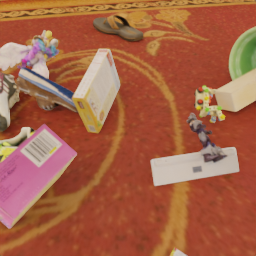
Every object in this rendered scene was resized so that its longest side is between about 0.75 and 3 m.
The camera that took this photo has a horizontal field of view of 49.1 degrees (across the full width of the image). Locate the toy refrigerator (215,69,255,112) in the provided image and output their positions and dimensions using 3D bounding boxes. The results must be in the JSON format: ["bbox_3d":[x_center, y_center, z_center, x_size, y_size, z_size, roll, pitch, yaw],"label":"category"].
[{"bbox_3d":[3.888,-1.263,9.027,2.040,0.714,0.775,-28,21,-16],"label":"toy refrigerator"}]

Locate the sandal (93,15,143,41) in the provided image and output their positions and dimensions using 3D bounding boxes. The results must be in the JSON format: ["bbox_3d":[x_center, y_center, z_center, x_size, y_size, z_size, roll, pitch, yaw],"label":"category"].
[{"bbox_3d":[-0.485,-4.941,13.482,1.186,0.792,2.902,-33,51,-32],"label":"sandal"}]

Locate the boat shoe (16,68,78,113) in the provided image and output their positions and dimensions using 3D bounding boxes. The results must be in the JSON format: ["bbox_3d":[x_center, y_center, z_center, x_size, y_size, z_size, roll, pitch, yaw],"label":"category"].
[{"bbox_3d":[-2.508,-1.029,8.957,2.298,0.832,0.830,31,14,6],"label":"boat shoe"}]

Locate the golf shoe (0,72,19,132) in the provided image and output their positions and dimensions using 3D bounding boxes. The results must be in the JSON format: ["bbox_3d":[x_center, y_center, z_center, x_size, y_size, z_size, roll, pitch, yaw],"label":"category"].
[{"bbox_3d":[-3.995,-1.015,8.851,1.254,1.099,2.848,-8,45,-32],"label":"golf shoe"}]

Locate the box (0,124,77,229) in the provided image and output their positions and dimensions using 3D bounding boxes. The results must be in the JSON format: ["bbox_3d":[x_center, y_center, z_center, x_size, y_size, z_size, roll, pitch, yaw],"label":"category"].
[{"bbox_3d":[-2.062,1.036,5.660,0.879,1.819,1.600,42,57,-2],"label":"box"}]

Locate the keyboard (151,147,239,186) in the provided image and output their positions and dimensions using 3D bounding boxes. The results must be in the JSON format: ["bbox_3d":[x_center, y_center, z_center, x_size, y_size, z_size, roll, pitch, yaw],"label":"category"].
[{"bbox_3d":[1.696,0.943,6.963,2.276,0.641,0.121,-7,2,-11],"label":"keyboard"}]

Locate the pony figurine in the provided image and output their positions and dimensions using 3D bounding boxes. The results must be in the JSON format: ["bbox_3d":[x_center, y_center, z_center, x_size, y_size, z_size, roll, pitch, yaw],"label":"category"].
[{"bbox_3d":[-3.326,-2.520,9.852,1.858,2.154,2.231,37,12,-14],"label":"pony figurine"}]

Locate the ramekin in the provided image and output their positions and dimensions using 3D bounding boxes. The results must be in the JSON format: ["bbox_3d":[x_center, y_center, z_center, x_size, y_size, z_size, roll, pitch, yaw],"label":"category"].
[{"bbox_3d":[4.685,-2.186,9.264,1.144,2.342,2.342,-18,44,-33],"label":"ramekin"}]

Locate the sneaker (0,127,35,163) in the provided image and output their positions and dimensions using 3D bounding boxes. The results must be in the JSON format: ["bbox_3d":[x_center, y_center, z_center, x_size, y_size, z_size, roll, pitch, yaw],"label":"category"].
[{"bbox_3d":[-3.103,0.818,6.753,0.879,0.891,2.332,19,47,32],"label":"sneaker"}]

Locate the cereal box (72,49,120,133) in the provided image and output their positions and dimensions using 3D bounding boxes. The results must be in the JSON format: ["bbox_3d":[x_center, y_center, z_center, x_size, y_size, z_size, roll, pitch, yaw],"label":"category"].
[{"bbox_3d":[-0.854,-1.097,8.239,0.410,1.492,2.074,7,53,19],"label":"cereal box"}]

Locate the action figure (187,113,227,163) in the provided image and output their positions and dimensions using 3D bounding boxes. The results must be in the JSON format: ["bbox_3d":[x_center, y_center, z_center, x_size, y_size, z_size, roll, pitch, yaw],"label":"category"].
[{"bbox_3d":[1.872,0.191,6.961,0.903,0.482,1.388,18,43,-52],"label":"action figure"}]

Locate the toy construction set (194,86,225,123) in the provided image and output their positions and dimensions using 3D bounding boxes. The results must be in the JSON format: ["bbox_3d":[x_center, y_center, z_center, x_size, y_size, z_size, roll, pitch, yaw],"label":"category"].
[{"bbox_3d":[2.347,-0.771,8.156,0.821,0.577,1.252,9,53,-5],"label":"toy construction set"}]

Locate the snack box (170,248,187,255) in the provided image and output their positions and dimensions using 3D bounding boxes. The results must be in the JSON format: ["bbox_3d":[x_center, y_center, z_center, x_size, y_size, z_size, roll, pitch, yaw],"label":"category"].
[{"bbox_3d":[0.499,2.472,4.244,0.293,1.105,0.786,29,34,22],"label":"snack box"}]
